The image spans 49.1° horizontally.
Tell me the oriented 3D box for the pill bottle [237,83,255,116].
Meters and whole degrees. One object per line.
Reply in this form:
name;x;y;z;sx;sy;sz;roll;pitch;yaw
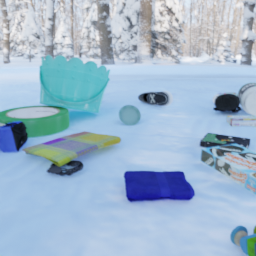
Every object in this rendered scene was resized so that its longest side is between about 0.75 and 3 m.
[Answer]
pill bottle;5.873;-1.335;13.004;1.316;1.316;2.327;4;17;14

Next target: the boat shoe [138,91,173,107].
boat shoe;1.366;-1.559;14.745;0.777;0.823;2.294;-10;17;-33

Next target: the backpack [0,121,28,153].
backpack;-3.588;0.207;8.564;0.852;0.825;1.016;-1;17;6

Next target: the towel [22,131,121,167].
towel;-1.553;0.530;8.214;1.766;0.280;2.459;8;17;37

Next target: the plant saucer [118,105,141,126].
plant saucer;0.053;-0.482;11.241;0.903;0.903;0.162;-3;-20;-11

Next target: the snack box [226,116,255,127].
snack box;4.573;-0.274;11.177;1.085;0.287;0.772;0;15;3

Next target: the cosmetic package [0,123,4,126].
cosmetic package;-4.466;0.156;9.316;1.376;0.503;0.712;12;20;34

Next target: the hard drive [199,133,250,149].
hard drive;3.000;0.468;8.673;1.344;0.254;0.939;10;19;28

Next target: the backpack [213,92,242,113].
backpack;4.637;-1.179;12.942;1.218;0.924;1.460;4;3;24

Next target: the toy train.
toy train;2.234;1.658;4.233;1.226;0.519;0.710;-6;4;-20

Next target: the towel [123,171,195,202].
towel;0.603;1.229;5.905;1.386;0.343;1.023;2;14;-3

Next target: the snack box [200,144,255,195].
snack box;2.868;0.933;6.817;1.211;0.387;2.084;-6;17;-21

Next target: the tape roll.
tape roll;-3.582;-0.305;10.684;2.633;0.633;2.633;0;15;0

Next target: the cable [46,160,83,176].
cable;-1.510;0.985;6.956;0.911;0.231;0.743;-4;8;14

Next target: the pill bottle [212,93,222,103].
pill bottle;4.899;-1.557;15.185;0.557;0.557;0.994;8;19;27

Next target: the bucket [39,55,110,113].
bucket;-2.413;-1.828;12.319;3.082;2.005;3.082;8;0;0
